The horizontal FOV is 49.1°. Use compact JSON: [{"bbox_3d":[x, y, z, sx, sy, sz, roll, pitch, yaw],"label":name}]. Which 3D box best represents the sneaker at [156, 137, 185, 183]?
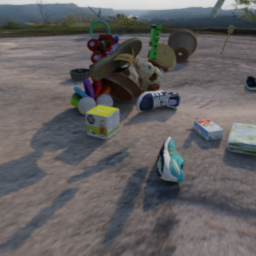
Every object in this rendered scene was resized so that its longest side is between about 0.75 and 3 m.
[{"bbox_3d":[1.202,0.916,7.842,0.719,0.699,1.805,20,30,-4],"label":"sneaker"}]

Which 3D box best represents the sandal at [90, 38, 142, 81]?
[{"bbox_3d":[-0.177,-1.343,5.740,1.359,0.546,0.367,-38,62,-23],"label":"sandal"}]

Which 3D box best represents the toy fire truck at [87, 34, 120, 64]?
[{"bbox_3d":[-0.824,-2.935,10.703,1.213,1.444,0.810,-19,-15,10],"label":"toy fire truck"}]

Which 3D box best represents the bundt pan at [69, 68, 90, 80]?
[{"bbox_3d":[-2.813,-3.137,16.501,1.301,0.488,1.301,1,25,0],"label":"bundt pan"}]

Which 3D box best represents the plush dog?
[{"bbox_3d":[0.531,-2.597,14.152,2.485,2.321,2.893,12,53,-8],"label":"plush dog"}]

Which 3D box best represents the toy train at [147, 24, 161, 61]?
[{"bbox_3d":[0.928,-3.079,10.053,0.370,1.312,0.274,6,4,-9],"label":"toy train"}]

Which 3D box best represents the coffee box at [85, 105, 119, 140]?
[{"bbox_3d":[-0.879,-0.216,9.783,0.865,0.856,0.866,13,28,25],"label":"coffee box"}]

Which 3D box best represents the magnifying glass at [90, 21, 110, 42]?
[{"bbox_3d":[-0.919,-3.346,11.443,0.808,2.031,0.227,-25,21,-5],"label":"magnifying glass"}]

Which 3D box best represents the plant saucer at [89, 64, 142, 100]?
[{"bbox_3d":[-0.652,-1.917,12.432,2.627,0.452,2.627,26,-9,5],"label":"plant saucer"}]

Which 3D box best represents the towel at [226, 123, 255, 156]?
[{"bbox_3d":[4.090,0.350,9.075,1.569,0.441,1.832,12,27,22],"label":"towel"}]

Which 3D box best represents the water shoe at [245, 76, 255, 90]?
[{"bbox_3d":[6.527,-2.381,14.797,0.498,0.550,1.393,1,25,1],"label":"water shoe"}]

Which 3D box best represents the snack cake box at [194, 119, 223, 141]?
[{"bbox_3d":[2.802,0.045,9.842,0.581,0.340,1.011,-8,26,-13],"label":"snack cake box"}]

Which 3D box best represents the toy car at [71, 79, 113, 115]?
[{"bbox_3d":[-1.548,-1.422,11.796,1.802,1.351,1.577,-11,28,-23],"label":"toy car"}]

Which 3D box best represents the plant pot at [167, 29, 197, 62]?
[{"bbox_3d":[3.949,-5.947,20.951,2.279,2.279,1.987,6,44,13],"label":"plant pot"}]

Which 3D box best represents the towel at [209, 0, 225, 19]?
[{"bbox_3d":[4.023,-5.497,12.273,0.319,1.133,1.323,29,43,7],"label":"towel"}]

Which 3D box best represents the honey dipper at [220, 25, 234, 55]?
[{"bbox_3d":[4.728,-4.193,13.447,0.262,1.379,0.262,14,19,-5],"label":"honey dipper"}]

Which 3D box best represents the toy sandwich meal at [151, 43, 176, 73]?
[{"bbox_3d":[1.373,-2.792,11.069,1.242,1.242,0.425,-17,-12,-32],"label":"toy sandwich meal"}]

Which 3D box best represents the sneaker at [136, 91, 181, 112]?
[{"bbox_3d":[1.367,-1.101,11.814,1.179,0.761,2.172,18,27,37],"label":"sneaker"}]
